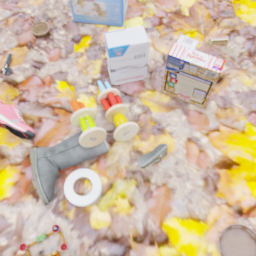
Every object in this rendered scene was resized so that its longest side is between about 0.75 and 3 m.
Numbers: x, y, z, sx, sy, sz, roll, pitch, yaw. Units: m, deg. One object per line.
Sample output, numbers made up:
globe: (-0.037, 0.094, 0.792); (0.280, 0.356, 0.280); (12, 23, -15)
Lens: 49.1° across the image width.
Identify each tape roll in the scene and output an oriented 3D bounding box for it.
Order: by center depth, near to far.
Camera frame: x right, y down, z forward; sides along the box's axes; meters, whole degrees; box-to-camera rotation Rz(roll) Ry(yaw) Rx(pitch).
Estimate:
tape roll: (-1.617, 2.141, 10.074); (1.354, 0.247, 1.354); (0, 63, 1)

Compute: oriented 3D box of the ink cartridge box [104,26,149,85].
ink cartridge box: (-0.055, -2.910, 11.517); (1.595, 2.199, 0.921); (-13, 62, -6)

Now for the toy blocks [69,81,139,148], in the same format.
toy blocks: (-1.158, -0.721, 10.647); (2.313, 1.008, 2.775); (-9, 51, -25)

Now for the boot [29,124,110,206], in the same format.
boot: (-2.004, 1.230, 10.118); (2.809, 1.019, 2.554); (-14, 57, -13)

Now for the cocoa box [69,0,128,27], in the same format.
cocoa box: (-1.353, -6.142, 13.403); (2.549, 1.700, 1.672); (8, 64, 4)

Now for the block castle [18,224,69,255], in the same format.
block castle: (-2.683, 3.850, 8.987); (1.393, 0.653, 0.931); (-27, 67, -13)

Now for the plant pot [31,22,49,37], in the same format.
plant pot: (-4.169, -4.636, 13.393); (0.861, 0.397, 0.861); (0, 64, -1)

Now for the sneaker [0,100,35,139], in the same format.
sneaker: (-4.547, -0.425, 11.002); (2.407, 0.887, 1.044); (26, 65, 13)

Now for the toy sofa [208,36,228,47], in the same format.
toy sofa: (4.224, -4.111, 13.153); (0.856, 0.355, 0.418); (-4, 64, -2)

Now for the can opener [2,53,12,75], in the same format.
can opener: (-5.404, -2.844, 12.604); (0.363, 0.288, 1.093); (17, 60, -31)

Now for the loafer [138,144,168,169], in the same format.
loafer: (0.986, 1.114, 10.219); (1.482, 0.516, 0.557); (-31, 22, -33)

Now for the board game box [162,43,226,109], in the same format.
board game box: (2.378, -1.893, 10.777); (1.959, 2.586, 0.599); (24, 69, 11)

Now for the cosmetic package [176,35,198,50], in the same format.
cosmetic package: (2.483, -3.367, 12.414); (0.823, 0.998, 0.824); (25, 66, 12)

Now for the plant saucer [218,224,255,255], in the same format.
plant saucer: (3.643, 3.926, 9.180); (1.442, 0.248, 1.442); (0, 63, 1)
